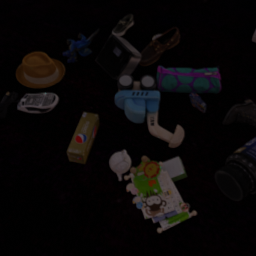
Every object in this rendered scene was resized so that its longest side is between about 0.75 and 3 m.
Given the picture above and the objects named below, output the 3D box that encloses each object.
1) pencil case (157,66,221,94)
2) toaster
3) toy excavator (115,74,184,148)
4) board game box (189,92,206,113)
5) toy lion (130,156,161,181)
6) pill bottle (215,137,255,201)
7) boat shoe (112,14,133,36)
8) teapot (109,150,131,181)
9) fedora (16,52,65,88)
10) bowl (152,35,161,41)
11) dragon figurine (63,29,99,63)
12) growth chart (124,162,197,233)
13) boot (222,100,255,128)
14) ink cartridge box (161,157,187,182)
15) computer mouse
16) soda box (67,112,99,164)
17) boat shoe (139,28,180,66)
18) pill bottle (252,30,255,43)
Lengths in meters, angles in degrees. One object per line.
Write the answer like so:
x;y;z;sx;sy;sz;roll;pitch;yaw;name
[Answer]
2.671;-2.169;12.517;2.786;1.287;1.185;2;66;3;pencil case
-0.395;-3.150;12.813;1.719;1.555;1.020;47;29;19;toaster
0.811;-0.600;11.505;2.769;1.422;2.848;2;66;0;toy excavator
2.968;-1.037;11.865;0.264;0.856;0.857;-45;71;-3;board game box
0.619;1.400;9.150;0.862;0.296;0.826;-45;56;0;toy lion
4.442;1.299;9.750;2.771;1.550;1.550;-29;58;-20;pill bottle
-0.316;-5.769;15.672;0.640;0.576;1.809;25;57;18;boat shoe
-0.234;1.266;9.736;0.821;0.832;0.608;-36;27;-1;teapot
-4.214;-2.897;13.278;2.359;0.962;2.359;0;53;-1;fedora
1.726;-4.485;14.801;0.914;0.429;0.914;0;52;0;bowl
-2.316;-4.166;14.374;2.481;0.730;1.233;-29;58;-19;dragon figurine
0.994;2.311;9.447;1.656;0.203;2.288;-29;72;-10;growth chart
5.126;-0.250;11.436;2.083;0.721;1.813;-28;57;-22;boot
1.361;1.629;10.106;1.331;0.395;0.691;-23;53;12;ink cartridge box
-4.251;-0.983;12.119;2.628;0.577;1.441;1;48;8;computer mouse
-1.725;0.375;10.983;0.645;0.682;2.014;11;53;8;soda box
1.484;-4.068;13.854;2.463;0.866;0.867;-40;72;-4;boat shoe
7.847;-4.535;14.173;2.643;1.498;1.498;30;59;22;pill bottle
